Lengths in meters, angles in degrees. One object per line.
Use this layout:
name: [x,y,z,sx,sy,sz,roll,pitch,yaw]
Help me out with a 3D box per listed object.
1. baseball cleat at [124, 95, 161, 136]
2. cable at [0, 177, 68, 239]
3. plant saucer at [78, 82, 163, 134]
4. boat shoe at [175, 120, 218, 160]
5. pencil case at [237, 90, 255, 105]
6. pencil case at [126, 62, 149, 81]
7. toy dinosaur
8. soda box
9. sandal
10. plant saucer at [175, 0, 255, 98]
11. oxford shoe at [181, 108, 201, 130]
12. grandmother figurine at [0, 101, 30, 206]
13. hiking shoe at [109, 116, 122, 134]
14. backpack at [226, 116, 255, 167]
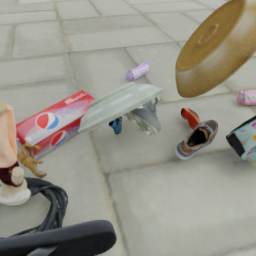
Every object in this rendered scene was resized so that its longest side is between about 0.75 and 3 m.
baseball cleat: [0.448,-0.531,7.033,1.139,0.746,2.140,-43,26,-4]
cable: [-2.200,1.661,5.287,2.144,0.545,1.750,-22,37,-18]
plant saucer: [-0.237,-0.501,5.712,1.916,0.481,1.916,-27,6,3]
boat shoe: [1.735,0.209,6.593,0.526,0.527,1.455,45,59,11]
pencil case: [3.957,-0.963,8.653,1.115,0.487,0.487,-3,38,-7]
pencil case: [0.345,-2.032,10.089,0.410,0.418,0.978,25,43,34]
toy dinosaur: [-2.277,0.612,6.106,1.253,0.666,0.379,37,9,10]
soda box: [-1.750,-0.119,7.178,0.781,0.707,2.230,39,52,19]
sandal: [-1.426,2.042,4.257,2.609,0.992,0.559,-13,44,-12]
plant saucer: [1.739,-1.742,5.664,0.446,2.517,2.517,35,34,-18]
oxford shoe: [1.825,-0.245,7.645,0.364,0.357,1.003,-2,39,-21]
grandmother figurine: [-2.076,0.533,4.738,0.638,2.107,1.278,-21,39,-28]
hiking shoe: [-0.351,-0.098,7.253,0.333,0.768,0.286,-12,53,-12]
backpack: [3.095,0.201,6.133,1.256,1.428,1.095,20,32,-53]
